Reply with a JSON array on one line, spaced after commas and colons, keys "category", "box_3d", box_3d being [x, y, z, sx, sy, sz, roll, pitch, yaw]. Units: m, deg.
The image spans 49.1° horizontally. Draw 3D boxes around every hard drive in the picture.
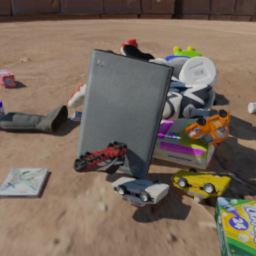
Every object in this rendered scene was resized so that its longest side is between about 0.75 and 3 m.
[{"category": "hard drive", "box_3d": [-0.170, -0.319, 7.098, 2.020, 2.895, 0.476, 17, 21, 14]}]

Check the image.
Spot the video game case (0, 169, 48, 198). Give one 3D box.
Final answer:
[{"category": "video game case", "box_3d": [-2.878, 1.499, 7.739, 1.058, 0.128, 1.161, 0, 27, -1]}]

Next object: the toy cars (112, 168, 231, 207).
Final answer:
[{"category": "toy cars", "box_3d": [1.069, 1.589, 7.059, 2.912, 0.645, 1.305, -6, 14, -3]}]

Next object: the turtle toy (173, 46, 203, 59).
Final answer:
[{"category": "turtle toy", "box_3d": [3.889, -4.157, 17.513, 2.448, 1.237, 1.784, -3, 45, -12]}]

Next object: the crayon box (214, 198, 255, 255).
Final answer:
[{"category": "crayon box", "box_3d": [3.149, 2.269, 5.672, 2.504, 0.646, 1.574, 4, 27, 7]}]

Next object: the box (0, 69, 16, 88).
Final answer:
[{"category": "box", "box_3d": [-6.737, -2.701, 15.334, 0.645, 0.673, 1.351, -20, 34, -34]}]

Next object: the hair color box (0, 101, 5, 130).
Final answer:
[{"category": "hair color box", "box_3d": [-5.715, -0.503, 10.656, 1.872, 1.023, 0.607, 2, 28, 6]}]

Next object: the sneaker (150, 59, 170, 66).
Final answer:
[{"category": "sneaker", "box_3d": [0.253, -1.236, 8.337, 0.941, 2.312, 1.020, 44, 10, 11]}]

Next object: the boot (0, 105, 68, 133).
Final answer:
[{"category": "boot", "box_3d": [-3.585, -0.394, 10.956, 2.062, 0.748, 1.875, 0, 24, 15]}]

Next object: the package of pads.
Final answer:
[{"category": "package of pads", "box_3d": [1.967, 0.279, 9.332, 1.907, 0.842, 2.468, 11, 29, 20]}]

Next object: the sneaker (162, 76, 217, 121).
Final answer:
[{"category": "sneaker", "box_3d": [1.855, -1.010, 8.915, 1.751, 1.074, 2.691, 7, 23, -1]}]

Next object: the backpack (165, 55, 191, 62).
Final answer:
[{"category": "backpack", "box_3d": [2.419, -2.483, 13.544, 1.942, 2.005, 2.389, 9, 24, 1]}]

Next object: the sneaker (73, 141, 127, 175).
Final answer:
[{"category": "sneaker", "box_3d": [-0.608, 0.837, 6.560, 1.473, 0.720, 0.521, -19, 24, -40]}]

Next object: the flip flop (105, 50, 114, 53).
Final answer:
[{"category": "flip flop", "box_3d": [-0.694, -2.835, 12.005, 0.625, 0.444, 1.541, -12, 45, -25]}]

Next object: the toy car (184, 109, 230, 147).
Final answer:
[{"category": "toy car", "box_3d": [2.727, -0.217, 7.212, 1.341, 0.910, 2.733, -15, -13, -33]}]

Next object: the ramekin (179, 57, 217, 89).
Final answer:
[{"category": "ramekin", "box_3d": [2.432, -1.815, 9.676, 1.288, 1.288, 0.628, 5, -11, 9]}]

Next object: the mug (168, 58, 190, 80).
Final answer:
[{"category": "mug", "box_3d": [1.625, -1.697, 11.299, 2.577, 1.902, 2.259, 27, -7, -1]}]

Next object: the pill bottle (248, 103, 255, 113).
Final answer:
[{"category": "pill bottle", "box_3d": [5.597, -0.844, 11.975, 0.769, 0.438, 0.438, -1, 27, -2]}]

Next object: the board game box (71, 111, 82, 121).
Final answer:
[{"category": "board game box", "box_3d": [-1.190, -0.327, 8.890, 1.141, 0.197, 0.772, 5, -7, -21]}]

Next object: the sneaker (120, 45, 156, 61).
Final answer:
[{"category": "sneaker", "box_3d": [0.124, -2.769, 12.263, 1.446, 1.001, 2.394, -32, -22, 31]}]

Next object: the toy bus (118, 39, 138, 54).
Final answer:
[{"category": "toy bus", "box_3d": [-0.143, -3.179, 14.291, 1.783, 2.523, 2.628, 16, 33, 26]}]

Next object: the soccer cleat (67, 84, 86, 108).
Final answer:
[{"category": "soccer cleat", "box_3d": [-0.978, -1.004, 8.036, 2.128, 0.825, 0.737, -32, 22, 39]}]
